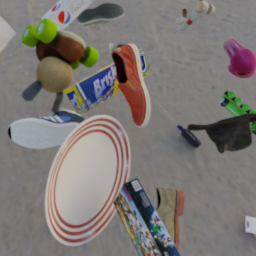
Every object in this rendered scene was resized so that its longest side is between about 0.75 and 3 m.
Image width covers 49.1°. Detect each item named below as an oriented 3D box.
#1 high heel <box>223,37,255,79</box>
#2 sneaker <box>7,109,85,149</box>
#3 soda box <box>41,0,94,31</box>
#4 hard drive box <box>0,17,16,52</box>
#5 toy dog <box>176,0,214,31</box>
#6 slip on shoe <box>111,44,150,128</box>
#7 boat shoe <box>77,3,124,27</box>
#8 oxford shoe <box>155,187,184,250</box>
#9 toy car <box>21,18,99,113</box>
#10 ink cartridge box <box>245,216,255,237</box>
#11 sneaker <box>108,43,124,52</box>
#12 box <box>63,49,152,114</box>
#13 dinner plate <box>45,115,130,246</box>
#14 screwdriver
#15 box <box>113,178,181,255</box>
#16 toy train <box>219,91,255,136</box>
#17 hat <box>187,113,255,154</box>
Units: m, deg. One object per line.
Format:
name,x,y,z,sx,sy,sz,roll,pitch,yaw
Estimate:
high heel,3.405,-1.649,7.952,0.788,2.339,1.122,-34,62,17
sneaker,-2.276,-0.047,8.211,2.105,0.848,1.541,0,19,-12
soda box,-1.884,-3.691,8.709,1.641,0.559,0.523,-44,46,0
hard drive box,-4.375,-1.915,7.544,2.310,0.887,1.800,-25,34,24
toy dog,1.936,-3.449,8.344,1.175,0.775,0.566,-21,73,25
slip on shoe,0.041,-0.974,6.736,0.620,0.751,2.026,-17,99,-29
boat shoe,-1.090,-4.484,11.258,1.896,0.608,0.699,-13,85,2
oxford shoe,0.847,2.545,7.020,0.812,0.765,2.173,16,58,-2
toy car,-2.331,-1.719,8.615,1.858,1.935,2.355,6,76,46
ink cartridge box,4.010,3.042,8.487,0.953,0.240,0.519,10,55,8
sneaker,-0.202,-3.027,10.774,0.619,0.402,1.071,7,11,39
box,-0.497,-1.275,7.577,2.365,0.829,0.760,-36,106,-30
dinner plate,-0.830,1.145,6.342,0.355,2.928,2.928,9,53,32
screwdriver,1.733,-0.196,10.708,0.390,0.374,2.684,-49,62,6
box,0.343,2.148,5.898,0.351,1.272,1.863,-19,63,-25
toy train,3.720,-0.396,8.905,2.001,0.417,0.564,41,89,0
hat,2.435,0.194,6.816,1.994,1.994,0.804,-7,85,-5
